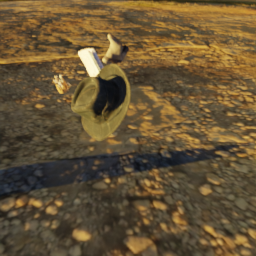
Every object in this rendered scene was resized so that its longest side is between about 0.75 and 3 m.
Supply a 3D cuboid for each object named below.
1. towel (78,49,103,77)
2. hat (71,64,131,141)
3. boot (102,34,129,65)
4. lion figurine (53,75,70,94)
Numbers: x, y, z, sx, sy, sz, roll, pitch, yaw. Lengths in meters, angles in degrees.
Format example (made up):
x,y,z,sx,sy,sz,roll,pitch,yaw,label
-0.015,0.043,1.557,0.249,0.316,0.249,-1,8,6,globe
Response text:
x,y,z,sx,sy,sz,roll,pitch,yaw,label
-1.270,-2.225,11.135,0.301,1.870,1.786,-33,22,-12,towel
-0.989,-0.754,7.891,0.946,2.345,2.345,7,22,-40,hat
-0.716,-3.441,12.727,1.641,1.199,0.576,23,35,-51,boot
-2.571,-1.584,10.790,0.460,0.777,1.268,-13,27,4,lion figurine
